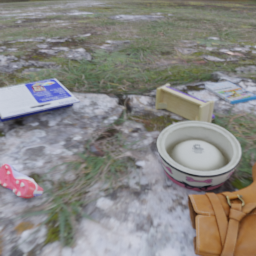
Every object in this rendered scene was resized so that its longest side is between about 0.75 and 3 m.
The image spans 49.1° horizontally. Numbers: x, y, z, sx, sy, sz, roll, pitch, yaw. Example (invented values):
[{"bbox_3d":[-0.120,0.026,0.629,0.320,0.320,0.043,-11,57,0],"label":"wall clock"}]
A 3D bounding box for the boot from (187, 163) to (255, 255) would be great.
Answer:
[{"bbox_3d":[2.460,1.612,6.166,2.278,1.085,2.945,1,28,8],"label":"boot"}]

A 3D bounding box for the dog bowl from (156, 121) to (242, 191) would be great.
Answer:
[{"bbox_3d":[1.863,0.762,7.615,2.199,0.811,2.199,-2,37,1],"label":"dog bowl"}]

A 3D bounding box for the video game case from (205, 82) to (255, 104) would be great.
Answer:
[{"bbox_3d":[4.504,-1.587,12.387,1.350,0.168,1.886,-11,32,-19],"label":"video game case"}]

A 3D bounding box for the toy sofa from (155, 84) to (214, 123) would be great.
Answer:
[{"bbox_3d":[2.157,-0.908,10.513,1.080,0.916,2.213,-25,39,-34],"label":"toy sofa"}]

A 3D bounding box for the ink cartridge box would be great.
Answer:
[{"bbox_3d":[-3.722,-1.020,11.010,2.836,0.674,2.870,-16,36,-27],"label":"ink cartridge box"}]

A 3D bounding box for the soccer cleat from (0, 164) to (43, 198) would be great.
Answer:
[{"bbox_3d":[-2.814,1.373,7.199,1.610,0.537,0.616,18,-5,43],"label":"soccer cleat"}]
